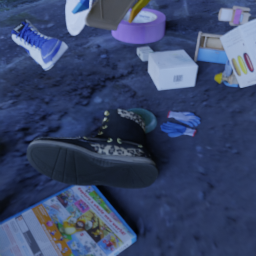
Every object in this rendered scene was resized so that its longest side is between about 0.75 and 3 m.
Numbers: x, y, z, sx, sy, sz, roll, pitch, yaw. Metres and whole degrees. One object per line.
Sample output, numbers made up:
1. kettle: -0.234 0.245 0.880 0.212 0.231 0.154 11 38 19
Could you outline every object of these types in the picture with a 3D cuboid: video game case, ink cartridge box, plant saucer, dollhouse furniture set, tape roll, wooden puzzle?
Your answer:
1. video game case: -1.496 2.283 5.713 2.739 0.244 1.960 -25 45 -29
2. ink cartridge box: 0.782 -3.305 12.479 0.573 0.325 0.782 -11 41 -13
3. plant saucer: 0.287 -0.267 8.924 1.276 0.175 1.276 0 39 0
4. dollhouse furniture set: 3.469 -3.169 10.584 1.747 2.527 2.677 10 29 13
5. tape roll: 0.523 -5.312 14.470 2.761 0.906 2.761 0 39 0
6. wooden puzzle: -0.247 -2.230 4.991 0.188 1.082 1.605 50 26 17

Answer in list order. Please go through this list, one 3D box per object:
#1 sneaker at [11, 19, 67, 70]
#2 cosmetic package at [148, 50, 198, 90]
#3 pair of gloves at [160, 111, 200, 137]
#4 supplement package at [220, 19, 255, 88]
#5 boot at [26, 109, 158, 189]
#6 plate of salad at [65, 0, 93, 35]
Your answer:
1. sneaker: -2.115 -1.902 6.323 0.679 0.970 1.680 -53 35 -8
2. cosmetic package: 1.661 -2.262 10.773 1.458 0.899 1.463 -8 39 -10
3. pair of gloves: 1.640 -0.110 8.754 1.092 0.155 1.359 13 40 18
4. supplement package: 2.482 -1.493 5.645 0.629 1.148 0.653 -26 4 -15
5. boot: -0.820 0.361 7.244 3.031 1.094 2.289 10 34 -9
6. plate of salad: -1.490 -3.929 8.840 0.479 1.993 1.993 1 34 -34
